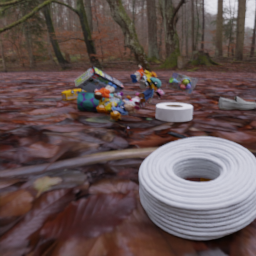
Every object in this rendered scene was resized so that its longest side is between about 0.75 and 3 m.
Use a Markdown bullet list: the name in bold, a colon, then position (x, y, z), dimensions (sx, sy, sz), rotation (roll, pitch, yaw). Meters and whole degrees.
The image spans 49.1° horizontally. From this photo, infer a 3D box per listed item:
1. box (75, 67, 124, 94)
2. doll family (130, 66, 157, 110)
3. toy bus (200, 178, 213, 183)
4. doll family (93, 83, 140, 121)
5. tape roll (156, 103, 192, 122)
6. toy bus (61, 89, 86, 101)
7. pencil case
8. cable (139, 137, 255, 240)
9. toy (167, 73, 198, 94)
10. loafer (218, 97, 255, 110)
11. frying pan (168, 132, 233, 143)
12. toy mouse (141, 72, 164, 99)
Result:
- **box**: position (-1.460, -2.264, 14.710), dimensions (1.343, 0.424, 2.441), rotation (-30, -27, 25)
- **doll family**: position (0.779, -1.576, 11.108), dimensions (0.827, 1.835, 1.139), rotation (10, 34, 28)
- **toy bus**: position (2.246, 1.086, 6.121), dimensions (1.274, 0.415, 0.499), rotation (5, 15, 24)
- **doll family**: position (-0.485, -0.986, 12.586), dimensions (2.521, 1.136, 1.565), rotation (21, 40, 24)
- **tape roll**: position (2.074, -0.723, 12.737), dimensions (1.667, 0.583, 1.667), rotation (0, 15, 0)
- **toy bus**: position (-3.514, -2.178, 18.173), dimensions (0.536, 0.645, 1.647), rotation (10, 17, 38)
- **pencil case**: position (-1.466, -1.362, 14.258), dimensions (2.329, 0.991, 1.076), rotation (5, 58, 15)
- **cable**: position (1.298, 0.977, 5.145), dimensions (2.227, 0.771, 2.227), rotation (-10, 24, -3)
- **toy**: position (2.117, -1.669, 10.771), dimensions (1.121, 0.645, 0.265), rotation (14, 30, -18)
- **loafer**: position (5.763, -1.302, 14.735), dimensions (1.962, 0.684, 0.686), rotation (0, 15, 0)
- **frying pan**: position (2.099, 0.524, 8.426), dimensions (2.206, 0.359, 1.334), rotation (4, 14, 23)
- **toy mouse**: position (1.067, -1.475, 10.158), dimensions (0.243, 1.255, 1.115), rotation (-37, 33, -8)
